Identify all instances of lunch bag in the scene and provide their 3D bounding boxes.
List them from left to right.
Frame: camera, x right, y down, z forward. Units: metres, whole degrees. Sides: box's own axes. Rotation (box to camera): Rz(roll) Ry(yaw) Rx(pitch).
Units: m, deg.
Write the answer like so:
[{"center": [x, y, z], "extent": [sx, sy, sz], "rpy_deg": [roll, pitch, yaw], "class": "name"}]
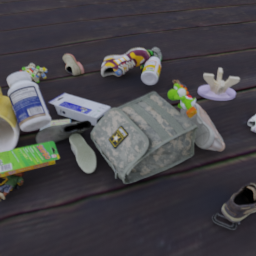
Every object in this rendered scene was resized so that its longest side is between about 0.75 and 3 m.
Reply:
[{"center": [0.399, 0.326, 9.336], "extent": [2.875, 1.690, 2.358], "rpy_deg": [-25, 46, -19], "class": "lunch bag"}]

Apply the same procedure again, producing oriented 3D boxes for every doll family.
[{"center": [-3.945, 1.542, 8.621], "extent": [2.041, 0.801, 1.180], "rpy_deg": [15, 48, 21], "class": "doll family"}]

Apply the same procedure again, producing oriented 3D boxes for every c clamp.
[{"center": [2.751, 2.594, 7.858], "extent": [0.766, 0.104, 0.654], "rpy_deg": [16, 28, 16], "class": "c clamp"}]

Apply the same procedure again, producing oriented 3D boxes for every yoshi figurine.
[{"center": [1.679, -0.852, 8.996], "extent": [0.652, 0.655, 1.165], "rpy_deg": [-15, 68, -37], "class": "yoshi figurine"}]

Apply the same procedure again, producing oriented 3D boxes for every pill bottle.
[{"center": [-3.509, -0.923, 9.744], "extent": [1.065, 1.065, 1.919], "rpy_deg": [-20, 81, -22], "class": "pill bottle"}, {"center": [1.074, -2.618, 12.677], "extent": [0.746, 0.746, 1.343], "rpy_deg": [9, 48, 10], "class": "pill bottle"}]

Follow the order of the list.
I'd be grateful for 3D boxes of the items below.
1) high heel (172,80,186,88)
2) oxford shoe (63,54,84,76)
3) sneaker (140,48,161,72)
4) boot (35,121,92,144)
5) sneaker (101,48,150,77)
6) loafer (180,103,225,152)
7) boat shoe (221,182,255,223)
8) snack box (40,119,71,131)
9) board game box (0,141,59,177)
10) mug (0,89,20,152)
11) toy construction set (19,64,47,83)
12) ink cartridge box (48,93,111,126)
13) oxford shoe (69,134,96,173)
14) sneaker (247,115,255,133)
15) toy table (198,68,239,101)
[{"center": [2.164, -1.921, 12.724], "extent": [0.714, 0.358, 1.002], "rpy_deg": [33, 30, 18], "class": "high heel"}, {"center": [-2.948, -3.212, 14.170], "extent": [0.663, 0.636, 1.796], "rpy_deg": [-28, 48, -25], "class": "oxford shoe"}, {"center": [1.252, -3.704, 14.548], "extent": [0.792, 0.865, 2.029], "rpy_deg": [13, 42, 15], "class": "sneaker"}, {"center": [-2.308, 0.097, 9.849], "extent": [1.914, 0.648, 1.250], "rpy_deg": [-17, -1, -20], "class": "boot"}, {"center": [-0.148, -2.997, 13.437], "extent": [2.512, 0.941, 1.132], "rpy_deg": [-9, 51, 29], "class": "sneaker"}, {"center": [2.691, -0.042, 10.379], "extent": [0.861, 0.984, 2.738], "rpy_deg": [25, 27, -22], "class": "loafer"}, {"center": [3.521, 2.000, 7.992], "extent": [1.962, 0.719, 0.731], "rpy_deg": [-23, 53, -33], "class": "boat shoe"}, {"center": [-2.795, -0.012, 10.805], "extent": [1.145, 0.212, 0.665], "rpy_deg": [-6, 41, -6], "class": "snack box"}, {"center": [-3.010, 0.906, 8.462], "extent": [1.714, 0.257, 0.819], "rpy_deg": [-14, 47, -20], "class": "board game box"}, {"center": [-4.540, -0.405, 9.961], "extent": [1.794, 2.240, 1.839], "rpy_deg": [30, 26, -21], "class": "mug"}, {"center": [-4.611, -2.698, 13.518], "extent": [0.992, 0.697, 1.513], "rpy_deg": [-47, 48, -12], "class": "toy construction set"}, {"center": [-1.974, -0.770, 11.385], "extent": [2.295, 0.450, 1.141], "rpy_deg": [19, 35, 19], "class": "ink cartridge box"}, {"center": [-1.538, 0.903, 9.540], "extent": [0.644, 0.494, 1.712], "rpy_deg": [-18, 48, -23], "class": "oxford shoe"}, {"center": [5.098, -0.368, 10.931], "extent": [0.781, 0.587, 1.567], "rpy_deg": [11, 42, 13], "class": "sneaker"}, {"center": [3.998, -1.877, 12.390], "extent": [1.632, 0.956, 1.500], "rpy_deg": [0, 41, -2], "class": "toy table"}]
